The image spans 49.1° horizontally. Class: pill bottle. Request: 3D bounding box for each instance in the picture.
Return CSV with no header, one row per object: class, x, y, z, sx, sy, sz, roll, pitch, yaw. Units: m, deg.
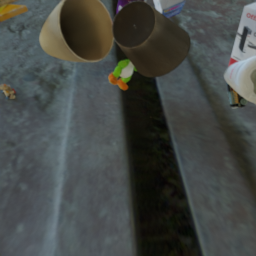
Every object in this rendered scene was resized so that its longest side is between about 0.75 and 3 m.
pill bottle,0.079,-3.065,7.099,0.706,1.255,0.706,9,22,-4

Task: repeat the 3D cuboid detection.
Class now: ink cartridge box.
ink cartridge box,1.276,-4.751,9.766,0.870,1.556,2.280,-18,10,6
ink cartridge box,4.952,-2.979,10.151,1.092,2.608,1.882,-25,48,-25

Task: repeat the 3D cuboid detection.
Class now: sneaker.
sneaker,3.257,-0.725,5.740,2.866,1.117,1.424,26,13,-14

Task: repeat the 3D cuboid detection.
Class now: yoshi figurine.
yoshi figurine,0.108,-1.653,7.652,0.758,1.353,0.761,39,19,1

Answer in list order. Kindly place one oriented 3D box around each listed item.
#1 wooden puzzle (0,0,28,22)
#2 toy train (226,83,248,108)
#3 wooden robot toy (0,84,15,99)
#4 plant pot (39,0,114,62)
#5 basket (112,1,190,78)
wooden puzzle,-2.989,-3.815,7.344,1.950,0.338,2.890,-16,55,6
toy train,2.981,-0.929,7.685,0.468,0.821,0.350,-10,16,15
wooden robot toy,-4.354,-1.420,10.081,0.414,0.427,0.940,-28,50,-26
plant pot,-1.550,-2.412,7.304,1.741,1.631,1.631,1,34,46
basket,0.436,-1.892,6.057,1.498,1.661,1.130,-28,74,22
